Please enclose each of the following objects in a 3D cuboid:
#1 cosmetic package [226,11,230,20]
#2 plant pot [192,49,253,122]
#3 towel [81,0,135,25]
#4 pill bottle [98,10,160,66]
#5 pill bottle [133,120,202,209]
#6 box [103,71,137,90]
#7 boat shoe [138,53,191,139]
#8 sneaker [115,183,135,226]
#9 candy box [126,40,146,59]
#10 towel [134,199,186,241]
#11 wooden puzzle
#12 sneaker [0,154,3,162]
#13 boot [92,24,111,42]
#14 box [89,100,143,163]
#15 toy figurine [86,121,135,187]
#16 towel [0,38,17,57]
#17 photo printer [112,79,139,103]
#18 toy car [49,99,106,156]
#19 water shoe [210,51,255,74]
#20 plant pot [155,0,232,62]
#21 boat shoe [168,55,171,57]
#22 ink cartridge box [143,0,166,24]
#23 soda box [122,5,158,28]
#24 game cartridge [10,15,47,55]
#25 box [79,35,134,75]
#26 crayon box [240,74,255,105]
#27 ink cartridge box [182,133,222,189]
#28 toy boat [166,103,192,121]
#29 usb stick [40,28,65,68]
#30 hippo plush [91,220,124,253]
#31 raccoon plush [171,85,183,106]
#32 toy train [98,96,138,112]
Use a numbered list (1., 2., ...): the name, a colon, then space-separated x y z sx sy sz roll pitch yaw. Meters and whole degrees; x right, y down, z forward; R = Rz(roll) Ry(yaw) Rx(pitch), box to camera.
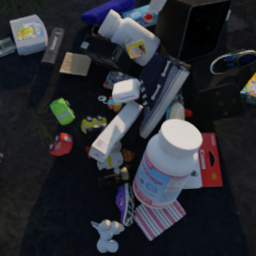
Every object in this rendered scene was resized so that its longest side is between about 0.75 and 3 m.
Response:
1. cosmetic package: 4.128 -5.357 14.164 0.932 0.572 2.259 36 66 20
2. plant pot: 3.531 -1.363 10.354 2.028 2.023 1.799 -12 32 30
3. towel: -1.016 -5.898 14.212 2.466 0.611 1.821 -34 35 -20
4. pill bottle: 0.018 -3.950 12.286 2.474 1.414 1.414 31 61 -13
5. pill bottle: 1.165 1.145 8.557 1.530 2.813 1.530 9 43 -8
6. box: -0.350 -2.001 12.398 1.266 0.253 0.867 17 61 9
7. boat shoe: 0.822 -1.125 9.494 1.353 2.917 1.089 32 20 6
8. sneaker: -0.133 2.633 9.532 0.630 0.609 1.510 -22 40 19
9. candy box: 0.267 -2.478 8.878 0.558 1.092 0.144 -14 86 6
10. towel: 1.025 2.926 9.578 1.575 0.236 1.152 -32 64 -14
11. wooden puzzle: -2.381 -2.877 12.899 1.239 0.310 1.338 8 56 4
12. sneaker: -5.320 1.269 10.294 1.343 0.608 0.446 -23 63 -13
13. boot: -1.109 -4.623 13.433 0.837 1.086 2.241 19 62 10
14. box: -0.335 0.042 8.838 0.530 0.495 2.559 31 47 5
15. toy figurine: -0.587 0.867 9.717 1.375 1.945 1.976 -13 53 -17
16. towel: -5.998 -3.894 13.579 1.022 0.176 0.984 -31 62 -14
17. photo printer: -0.063 -1.251 9.632 0.935 0.390 1.124 -13 29 9
18. toy car: -2.015 -0.061 9.877 2.432 2.288 0.542 -31 50 -6
19. water shoe: 3.439 -2.163 9.158 1.504 0.593 0.538 -18 101 20
20. plant pot: 2.578 -4.615 12.206 2.438 2.432 2.163 -22 51 -27
21. boat shoe: 2.101 -3.131 12.835 0.668 0.627 1.812 9 60 5
22. ink cartridge box: 1.364 -5.188 10.822 0.548 2.318 1.855 27 78 -3
23. soda box: 0.837 -5.633 14.246 2.194 0.704 0.744 -22 62 -11
24. game cartridge: -4.859 -4.639 13.844 1.562 0.474 2.342 -18 61 -14
25. box: -0.920 -3.124 12.012 1.947 1.374 0.768 27 84 34
26. crayon box: 4.409 -1.318 9.161 0.894 0.367 1.422 23 56 37
27. ink cartridge box: 2.464 1.132 10.201 1.812 0.460 2.057 -3 73 -1
28. toy boat: 1.608 -0.339 9.386 0.646 1.169 1.390 13 27 29
29. usb stick: -3.570 -3.845 13.382 0.683 0.402 2.463 5 60 4
30. hippo plush: -0.699 3.465 8.870 1.094 0.871 0.880 5 59 2
31. raccoon plush: 2.129 -1.424 11.719 0.669 0.927 1.384 -9 13 38
32. toy train: -0.302 -1.178 11.157 1.652 0.459 1.241 -32 49 -28
